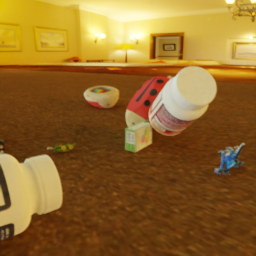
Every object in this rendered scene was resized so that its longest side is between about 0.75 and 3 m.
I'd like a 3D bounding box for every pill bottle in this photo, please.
[{"bbox_3d":[-2.622,1.299,4.863,2.687,1.492,1.492,-11,20,-33],"label":"pill bottle"},{"bbox_3d":[1.589,-0.741,8.594,1.391,1.391,2.540,-4,-17,-12],"label":"pill bottle"}]

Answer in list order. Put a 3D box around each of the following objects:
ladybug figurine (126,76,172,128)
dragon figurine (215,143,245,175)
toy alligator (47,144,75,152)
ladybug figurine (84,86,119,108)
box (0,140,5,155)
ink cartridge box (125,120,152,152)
[{"bbox_3d":[0.810,-1.008,10.846,0.955,2.656,1.803,40,-9,-34],"label":"ladybug figurine"},{"bbox_3d":[2.632,0.811,7.032,0.378,0.638,1.283,-3,-20,-25],"label":"dragon figurine"},{"bbox_3d":[-2.142,0.677,9.017,0.938,0.225,0.311,-7,6,-30],"label":"toy alligator"},{"bbox_3d":[-1.465,-1.692,15.465,1.686,0.893,2.484,-23,28,-28],"label":"ladybug figurine"},{"bbox_3d":[-5.192,0.620,8.769,2.155,0.496,1.713,14,22,38],"label":"box"},{"bbox_3d":[0.474,0.243,9.600,0.423,0.741,1.427,12,21,34],"label":"ink cartridge box"}]
